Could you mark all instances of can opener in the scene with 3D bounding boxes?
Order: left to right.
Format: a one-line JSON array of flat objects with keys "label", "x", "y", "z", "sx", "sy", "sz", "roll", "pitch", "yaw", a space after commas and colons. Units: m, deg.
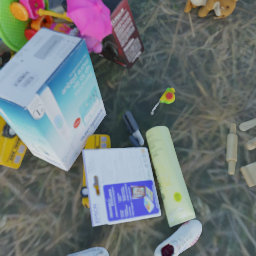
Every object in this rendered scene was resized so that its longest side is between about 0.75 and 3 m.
[{"label": "can opener", "x": 0.103, "y": 0.050, "z": 8.080, "sx": 0.370, "sy": 0.295, "sz": 1.106, "roll": -13, "pitch": 70, "yaw": -42}]

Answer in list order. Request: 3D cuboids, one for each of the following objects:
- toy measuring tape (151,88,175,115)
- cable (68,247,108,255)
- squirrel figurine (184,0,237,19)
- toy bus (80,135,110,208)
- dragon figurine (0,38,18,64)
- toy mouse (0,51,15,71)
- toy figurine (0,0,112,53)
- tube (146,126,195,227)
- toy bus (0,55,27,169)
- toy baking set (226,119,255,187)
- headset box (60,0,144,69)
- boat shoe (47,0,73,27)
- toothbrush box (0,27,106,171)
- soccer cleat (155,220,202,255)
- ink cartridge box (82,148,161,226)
[{"label": "toy measuring tape", "x": 1.126, "y": -0.772, "z": 8.542, "sx": 0.390, "sy": 0.390, "sz": 1.059, "roll": 33, "pitch": 81, "yaw": 14}, {"label": "cable", "x": -1.067, "y": 3.063, "z": 6.293, "sx": 1.299, "sy": 1.299, "sz": 0.450, "roll": -16, "pitch": 75, "yaw": 0}, {"label": "squirrel figurine", "x": 3.057, "y": -4.727, "z": 9.906, "sx": 1.613, "sy": 1.223, "sz": 1.729, "roll": 21, "pitch": 70, "yaw": 2}, {"label": "toy bus", "x": -0.859, "y": 1.149, "z": 7.539, "sx": 0.731, "sy": 0.608, "sz": 1.868, "roll": -1, "pitch": 65, "yaw": -2}, {"label": "dragon figurine", "x": -4.053, "y": -2.636, "z": 8.493, "sx": 1.486, "sy": 0.880, "sz": 2.990, "roll": 31, "pitch": 54, "yaw": 21}, {"label": "toy mouse", "x": -4.248, "y": -2.101, "z": 9.040, "sx": 2.240, "sy": 0.488, "sz": 2.520, "roll": -24, "pitch": 66, "yaw": -10}, {"label": "toy figurine", "x": -1.527, "y": -2.449, "z": 6.940, "sx": 2.395, "sy": 2.602, "sz": 1.954, "roll": 13, "pitch": 59, "yaw": 19}, {"label": "tube", "x": 1.068, "y": 1.196, "z": 7.404, "sx": 0.666, "sy": 0.744, "sz": 2.565, "roll": -15, "pitch": 65, "yaw": 5}, {"label": "toy bus", "x": -2.988, "y": -0.442, "z": 7.433, "sx": 0.921, "sy": 1.108, "sz": 2.831, "roll": 13, "pitch": 77, "yaw": 18}, {"label": "toy baking set", "x": 3.584, "y": 0.506, "z": 7.716, "sx": 1.778, "sy": 0.270, "sz": 2.316, "roll": 6, "pitch": 68, "yaw": 0}, {"label": "headset box", "x": -0.706, "y": -3.008, "z": 8.202, "sx": 1.777, "sy": 2.388, "sz": 0.922, "roll": 30, "pitch": 80, "yaw": 25}, {"label": "boat shoe", "x": -2.712, "y": -3.634, "z": 9.371, "sx": 2.815, "sy": 1.011, "sz": 1.066, "roll": -7, "pitch": 53, "yaw": 12}, {"label": "toothbrush box", "x": -1.782, "y": -0.566, "z": 6.929, "sx": 1.227, "sy": 2.876, "sz": 2.106, "roll": 22, "pitch": 62, "yaw": 18}, {"label": "soccer cleat", "x": 1.274, "y": 2.765, "z": 6.792, "sx": 1.434, "sy": 0.619, "sz": 0.501, "roll": -35, "pitch": 72, "yaw": -14}, {"label": "ink cartridge box", "x": -0.209, "y": 1.409, "z": 7.039, "sx": 1.857, "sy": 0.403, "sz": 1.840, "roll": 1, "pitch": 67, "yaw": -28}]
